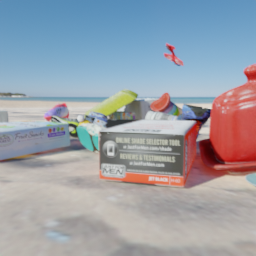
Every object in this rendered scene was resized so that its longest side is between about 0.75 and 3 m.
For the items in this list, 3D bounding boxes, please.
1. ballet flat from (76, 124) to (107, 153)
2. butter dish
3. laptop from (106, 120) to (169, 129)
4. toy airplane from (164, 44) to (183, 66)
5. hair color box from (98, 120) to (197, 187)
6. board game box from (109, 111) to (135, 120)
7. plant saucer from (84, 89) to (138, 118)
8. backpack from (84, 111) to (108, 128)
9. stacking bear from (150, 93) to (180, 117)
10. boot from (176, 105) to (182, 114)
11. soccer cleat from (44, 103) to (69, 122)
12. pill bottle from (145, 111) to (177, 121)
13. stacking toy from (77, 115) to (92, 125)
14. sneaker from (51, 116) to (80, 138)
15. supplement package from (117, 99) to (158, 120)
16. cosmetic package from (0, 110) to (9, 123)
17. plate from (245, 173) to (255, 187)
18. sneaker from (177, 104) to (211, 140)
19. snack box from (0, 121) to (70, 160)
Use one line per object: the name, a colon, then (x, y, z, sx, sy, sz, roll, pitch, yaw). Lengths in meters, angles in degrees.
ballet flat: (-0.648, 0.275, 6.895, 0.740, 0.740, 2.064, -3, 10, -28)
butter dish: (2.644, -0.309, 5.518, 2.573, 1.907, 2.580, -7, 8, 13)
laptop: (0.314, 0.382, 9.063, 1.982, 1.227, 2.116, 0, 34, 2)
toy airplane: (1.998, -3.279, 12.574, 0.251, 1.366, 1.366, -45, 12, -4)
hair color box: (0.579, 0.341, 5.614, 1.425, 0.860, 2.807, 2, 5, 18)
board game box: (-0.327, -0.415, 13.666, 0.744, 0.757, 1.444, -3, 7, -27)
plant saucer: (-0.859, -1.054, 13.117, 2.693, 0.645, 2.689, -29, 7, 8)
backpack: (-1.152, -0.163, 10.780, 0.974, 0.788, 1.022, 22, -3, 16)
stacking bear: (1.887, -0.595, 12.376, 0.986, 1.623, 0.923, -37, 31, 16)
boot: (2.591, -0.904, 14.500, 1.326, 0.970, 0.466, -45, 11, -16)
soccer cleat: (-4.442, -1.007, 17.340, 0.988, 1.132, 2.961, -7, 3, 9)
pill bottle: (1.200, -0.227, 10.035, 1.088, 0.619, 0.619, 16, 12, 25)
stacking toy: (-1.323, -0.052, 8.840, 0.625, 0.856, 0.625, -18, 33, 12)
sneaker: (-2.193, -0.089, 10.361, 1.733, 0.640, 0.701, 19, 24, 31)
supplement package: (0.543, -0.867, 14.913, 1.324, 1.320, 2.258, -12, 11, -33)
cosmetic package: (-5.561, -0.155, 10.142, 2.281, 1.029, 1.218, -6, 7, -23)
plate: (2.294, 0.857, 4.196, 1.017, 0.130, 1.017, -1, 6, 0)
sneaker: (1.716, -0.049, 7.488, 0.789, 0.822, 2.095, 9, -12, 7)
snack box: (-3.085, 0.267, 7.005, 1.878, 0.700, 2.641, 6, 10, 39)
